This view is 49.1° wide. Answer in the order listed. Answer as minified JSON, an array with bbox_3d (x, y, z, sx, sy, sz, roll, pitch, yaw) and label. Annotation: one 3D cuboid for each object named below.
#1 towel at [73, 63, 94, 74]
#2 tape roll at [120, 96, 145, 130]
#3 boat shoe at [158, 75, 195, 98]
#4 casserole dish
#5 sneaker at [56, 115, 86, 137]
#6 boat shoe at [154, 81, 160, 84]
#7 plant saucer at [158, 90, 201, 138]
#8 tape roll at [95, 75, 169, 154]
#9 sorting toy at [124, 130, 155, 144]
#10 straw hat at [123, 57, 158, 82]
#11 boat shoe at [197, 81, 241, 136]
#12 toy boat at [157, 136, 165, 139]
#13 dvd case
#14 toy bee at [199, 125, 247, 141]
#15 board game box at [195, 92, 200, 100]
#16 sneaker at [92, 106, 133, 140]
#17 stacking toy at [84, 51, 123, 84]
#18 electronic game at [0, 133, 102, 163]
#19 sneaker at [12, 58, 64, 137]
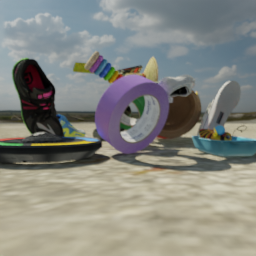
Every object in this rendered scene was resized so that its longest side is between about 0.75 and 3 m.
[{"bbox_3d":[-1.478,-2.264,10.581,1.162,0.105,0.500,-1,-33,-25],"label":"towel"},{"bbox_3d":[-0.037,-0.773,10.847,1.955,1.955,0.470,2,38,41],"label":"tape roll"},{"bbox_3d":[1.438,-1.093,7.637,1.598,0.548,0.575,-7,-38,-51],"label":"boat shoe"},{"bbox_3d":[2.448,0.437,7.224,1.276,0.409,2.107,0,3,-7],"label":"casserole dish"},{"bbox_3d":[-2.509,-0.032,11.612,0.757,1.050,1.998,1,3,32],"label":"sneaker"},{"bbox_3d":[0.821,-1.295,8.840,0.829,0.275,0.310,-20,11,-33],"label":"boat shoe"},{"bbox_3d":[1.457,-0.617,9.418,1.939,1.939,0.286,1,-17,24],"label":"plant saucer"},{"bbox_3d":[0.130,-0.321,6.918,1.870,1.870,0.614,-2,27,-42],"label":"tape roll"},{"bbox_3d":[0.408,0.195,8.952,0.775,0.270,0.770,17,5,-45],"label":"sorting toy"},{"bbox_3d":[0.288,-1.656,11.586,1.203,2.842,2.842,7,1,-9],"label":"straw hat"},{"bbox_3d":[2.787,-0.499,8.766,0.764,2.124,0.698,25,-6,-20],"label":"boat shoe"},{"bbox_3d":[1.278,-0.176,13.067,1.651,1.648,2.525,-39,-1,17],"label":"toy boat"},{"bbox_3d":[-0.128,-2.177,12.379,1.616,0.178,1.180,-26,-25,-45],"label":"dvd case"},{"bbox_3d":[2.446,0.252,7.341,1.168,0.635,0.764,-22,-47,37],"label":"toy bee"},{"bbox_3d":[2.109,-0.862,11.249,1.531,0.390,2.277,-22,8,18],"label":"board game box"},{"bbox_3d":[-0.638,-0.252,12.221,1.110,1.167,2.944,8,16,23],"label":"sneaker"},{"bbox_3d":[-0.621,-1.853,9.682,1.713,0.731,0.731,35,-9,-17],"label":"stacking toy"},{"bbox_3d":[-1.939,0.386,6.437,2.670,0.556,2.670,0,2,0],"label":"electronic game"},{"bbox_3d":[-2.826,-0.783,8.856,1.134,2.955,1.238,-28,11,-32],"label":"sneaker"}]
